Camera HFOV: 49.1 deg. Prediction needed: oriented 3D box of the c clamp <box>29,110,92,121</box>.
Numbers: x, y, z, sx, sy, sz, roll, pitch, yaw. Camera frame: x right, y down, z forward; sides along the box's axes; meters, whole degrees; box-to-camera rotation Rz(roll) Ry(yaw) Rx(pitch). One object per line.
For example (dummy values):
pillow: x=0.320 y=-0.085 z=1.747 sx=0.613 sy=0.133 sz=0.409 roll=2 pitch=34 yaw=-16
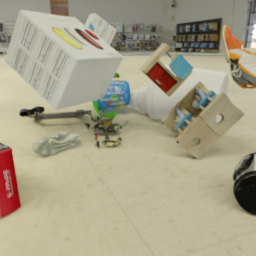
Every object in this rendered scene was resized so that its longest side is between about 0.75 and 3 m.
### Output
c clamp: x=-2.999 y=-0.614 z=12.387 sx=2.872 sy=0.389 sz=2.453 roll=-5 pitch=6 yaw=-4

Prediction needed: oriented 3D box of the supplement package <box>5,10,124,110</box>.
supplement package: x=-2.209 y=-2.422 z=9.912 sx=2.734 sy=2.010 sz=2.614 roll=42 pitch=32 yaw=15

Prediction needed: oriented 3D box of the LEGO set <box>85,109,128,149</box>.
LEGO set: x=-0.883 y=0.143 z=10.936 sx=1.651 sy=0.720 sz=2.542 roll=1 pitch=33 yaw=9

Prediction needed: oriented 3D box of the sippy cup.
sippy cup: x=-0.770 y=-1.641 z=13.712 sx=1.664 sy=2.271 sz=1.783 roll=-2 pitch=4 yaw=10

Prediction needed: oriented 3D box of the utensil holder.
utensil holder: x=2.621 y=-1.399 z=12.263 sx=2.960 sy=2.515 sz=2.515 roll=12 pitch=23 yaw=26

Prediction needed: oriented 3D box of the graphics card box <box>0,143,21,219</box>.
graphics card box: x=-3.637 y=0.974 z=6.890 sx=2.519 sy=1.580 sz=0.641 roll=14 pitch=25 yaw=37

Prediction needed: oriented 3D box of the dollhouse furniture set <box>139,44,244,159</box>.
dollhouse furniture set: x=1.705 y=-0.920 z=9.374 sx=2.997 sy=2.100 sz=2.112 roll=40 pitch=10 yaw=-18

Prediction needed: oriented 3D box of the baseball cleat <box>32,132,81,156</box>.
baseball cleat: x=-2.573 y=0.543 z=9.736 sx=1.822 sy=0.635 sz=0.969 roll=-5 pitch=12 yaw=-44

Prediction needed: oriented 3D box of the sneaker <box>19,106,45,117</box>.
sneaker: x=-4.643 y=-0.732 z=13.528 sx=1.192 sy=0.451 sz=0.522 roll=-9 pitch=30 yaw=-4

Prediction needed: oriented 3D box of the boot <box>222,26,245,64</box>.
boot: x=4.325 y=-3.512 z=11.510 sx=0.826 sy=1.541 sz=0.578 roll=-12 pitch=4 yaw=29

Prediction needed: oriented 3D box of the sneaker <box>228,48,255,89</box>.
sneaker: x=3.379 y=-1.492 z=7.591 sx=1.021 sy=1.007 sz=2.608 roll=-1 pitch=24 yaw=9

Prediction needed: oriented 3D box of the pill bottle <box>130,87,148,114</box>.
pill bottle: x=1.004 y=-1.331 z=13.534 sx=1.304 sy=1.304 sz=2.281 roll=-11 pitch=10 yaw=-27

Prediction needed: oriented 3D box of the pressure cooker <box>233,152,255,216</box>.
pressure cooker: x=3.146 y=1.258 z=6.644 sx=1.211 sy=1.230 sz=1.377 roll=-2 pitch=21 yaw=27

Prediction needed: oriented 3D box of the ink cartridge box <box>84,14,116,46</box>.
ink cartridge box: x=-1.472 y=-4.917 z=14.240 sx=1.448 sy=1.050 sz=0.606 roll=26 pitch=-3 yaw=-37
